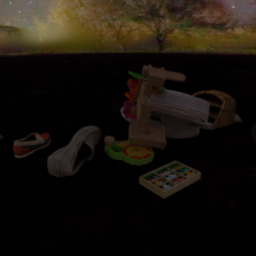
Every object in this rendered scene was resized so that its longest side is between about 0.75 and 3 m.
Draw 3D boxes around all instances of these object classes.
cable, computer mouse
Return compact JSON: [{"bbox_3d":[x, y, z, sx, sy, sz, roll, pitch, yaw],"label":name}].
[{"bbox_3d":[2.039,-0.866,12.140,2.913,1.008,2.912,20,-5,-37],"label":"cable"},{"bbox_3d":[0.100,-0.685,13.859,1.485,0.594,2.708,0,14,-13],"label":"computer mouse"}]

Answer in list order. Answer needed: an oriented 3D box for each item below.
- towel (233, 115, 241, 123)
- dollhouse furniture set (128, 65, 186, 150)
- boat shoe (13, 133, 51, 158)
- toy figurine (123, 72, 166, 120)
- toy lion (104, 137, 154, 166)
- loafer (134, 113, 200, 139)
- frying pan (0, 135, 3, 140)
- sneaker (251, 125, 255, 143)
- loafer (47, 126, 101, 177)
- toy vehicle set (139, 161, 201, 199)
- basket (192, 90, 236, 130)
[{"bbox_3d":[5.128,-0.488,13.809,0.759,0.187,1.023,4,21,8],"label":"towel"},{"bbox_3d":[0.942,-0.856,9.509,1.295,2.925,1.516,8,44,-7],"label":"dollhouse furniture set"},{"bbox_3d":[-3.568,0.510,10.522,0.664,0.584,1.866,6,20,21],"label":"boat shoe"},{"bbox_3d":[0.348,-1.127,10.886,1.377,1.688,1.834,37,16,36],"label":"toy figurine"},{"bbox_3d":[0.040,0.831,9.862,1.590,0.546,1.524,-4,28,-16],"label":"toy lion"},{"bbox_3d":[1.590,-0.175,11.794,2.800,0.977,0.979,6,21,16],"label":"loafer"},{"bbox_3d":[-5.534,0.455,11.328,0.606,0.163,1.001,8,18,21],"label":"frying pan"},{"bbox_3d":[5.771,0.493,10.204,2.467,0.912,1.015,27,31,38],"label":"sneaker"},{"bbox_3d":[-1.540,0.765,9.378,0.974,0.976,2.792,9,30,20],"label":"loafer"},{"bbox_3d":[1.257,1.495,8.358,1.639,0.217,1.019,-17,26,-38],"label":"toy vehicle set"},{"bbox_3d":[3.728,-0.947,13.138,1.572,1.506,2.110,-11,23,-31],"label":"basket"}]
